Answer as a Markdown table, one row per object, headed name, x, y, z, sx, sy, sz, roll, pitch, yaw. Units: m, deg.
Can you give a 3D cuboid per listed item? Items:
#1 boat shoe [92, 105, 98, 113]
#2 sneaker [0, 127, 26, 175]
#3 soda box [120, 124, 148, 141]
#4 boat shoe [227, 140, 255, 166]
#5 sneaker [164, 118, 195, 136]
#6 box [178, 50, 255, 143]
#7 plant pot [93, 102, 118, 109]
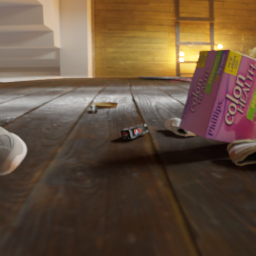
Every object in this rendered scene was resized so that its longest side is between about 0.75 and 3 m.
| name | x | y | z | sx | sy | sz | roll | pitch | yaw |
| --- | --- | --- | --- | --- | --- | --- | --- | --- | --- |
| boat shoe | -1.765 | -0.977 | 14.945 | 0.268 | 0.324 | 0.945 | 5 | 19 | -7 |
| sneaker | -3.735 | 0.185 | 6.706 | 2.949 | 1.102 | 1.209 | 23 | -20 | 24 |
| soda box | 0.237 | 0.140 | 9.989 | 0.402 | 0.360 | 1.136 | -11 | 4 | 37 |
| boat shoe | 3.638 | 0.614 | 7.387 | 1.860 | 0.695 | 0.636 | -14 | 39 | 15 |
| sneaker | 1.864 | -0.025 | 10.535 | 0.601 | 0.527 | 1.500 | -14 | 20 | -36 |
| box | 3.244 | -0.786 | 8.371 | 2.727 | 2.399 | 1.319 | 11 | 8 | -24 |
| plant pot | -1.318 | -1.334 | 16.573 | 1.479 | 0.203 | 1.479 | -1 | 13 | 0 |
